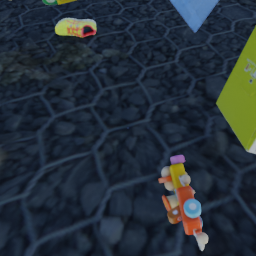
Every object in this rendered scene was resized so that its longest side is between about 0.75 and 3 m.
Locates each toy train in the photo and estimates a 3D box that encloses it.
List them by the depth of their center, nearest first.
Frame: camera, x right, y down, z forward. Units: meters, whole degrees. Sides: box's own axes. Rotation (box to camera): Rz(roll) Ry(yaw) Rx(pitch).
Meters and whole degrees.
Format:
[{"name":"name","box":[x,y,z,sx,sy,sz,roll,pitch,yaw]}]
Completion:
[{"name":"toy train","box":[0.607,0.942,3.287,0.390,1.403,1.054,-14,54,6]}]

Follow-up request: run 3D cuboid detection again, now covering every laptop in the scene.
[{"name":"laptop","box":[1.556,-3.251,5.366,1.130,1.950,1.826,35,83,4]}]

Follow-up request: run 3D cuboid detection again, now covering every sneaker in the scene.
[{"name":"sneaker","box":[-1.909,-3.671,10.388,1.589,0.621,0.717,-11,48,-12]}]

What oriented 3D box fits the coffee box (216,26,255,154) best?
[{"name":"coffee box","box":[1.768,-0.357,2.951,1.077,1.089,1.087,14,30,-10]}]

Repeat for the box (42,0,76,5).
[{"name":"box","box":[-1.019,-3.957,6.687,2.510,1.473,0.607,-15,1,1]}]
